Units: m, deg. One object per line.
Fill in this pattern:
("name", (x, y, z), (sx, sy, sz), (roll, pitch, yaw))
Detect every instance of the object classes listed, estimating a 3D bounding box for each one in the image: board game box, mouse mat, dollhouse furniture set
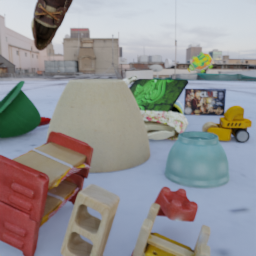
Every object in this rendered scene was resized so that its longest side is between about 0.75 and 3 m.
("board game box", (3.336, -1.136, 12.273), (1.732, 1.173, 0.300), (1, 11, 9))
("mouse mat", (0.534, -0.861, 9.823), (2.364, 0.111, 2.938), (9, 47, 36))
("dollhouse furniture set", (-0.347, 1.003, 3.363), (2.455, 0.998, 1.321), (21, 16, 12))

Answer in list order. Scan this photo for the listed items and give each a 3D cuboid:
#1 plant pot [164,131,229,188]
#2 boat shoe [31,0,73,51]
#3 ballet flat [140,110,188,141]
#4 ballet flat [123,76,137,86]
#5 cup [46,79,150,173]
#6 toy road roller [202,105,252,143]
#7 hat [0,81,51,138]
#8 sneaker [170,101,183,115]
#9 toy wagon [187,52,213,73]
("plant pot", (1.309, 0.521, 5.323), (1.218, 0.816, 1.218), (0, 11, 0))
("boat shoe", (-2.209, -3.253, 7.974), (0.987, 0.984, 2.735), (13, -31, -29))
("ballet flat", (0.408, -0.043, 8.066), (2.584, 0.977, 0.826), (-1, 43, 14))
("ballet flat", (0.018, -2.110, 12.655), (0.398, 0.398, 1.147), (10, 34, 40))
("cup", (-0.720, -0.221, 6.522), (2.479, 1.773, 2.479), (-1, 12, 0))
("toy road roller", (2.838, -0.147, 8.062), (1.335, 0.974, 0.820), (2, 12, 9))
("hat", (-2.993, 0.040, 8.635), (2.173, 2.309, 2.623), (-7, 46, 53))
("sneaker", (0.749, -0.654, 10.252), (2.727, 1.085, 1.780), (0, 11, 3))
("toy wagon", (2.511, -2.252, 9.872), (0.897, 0.696, 0.177), (-28, -25, 6))
